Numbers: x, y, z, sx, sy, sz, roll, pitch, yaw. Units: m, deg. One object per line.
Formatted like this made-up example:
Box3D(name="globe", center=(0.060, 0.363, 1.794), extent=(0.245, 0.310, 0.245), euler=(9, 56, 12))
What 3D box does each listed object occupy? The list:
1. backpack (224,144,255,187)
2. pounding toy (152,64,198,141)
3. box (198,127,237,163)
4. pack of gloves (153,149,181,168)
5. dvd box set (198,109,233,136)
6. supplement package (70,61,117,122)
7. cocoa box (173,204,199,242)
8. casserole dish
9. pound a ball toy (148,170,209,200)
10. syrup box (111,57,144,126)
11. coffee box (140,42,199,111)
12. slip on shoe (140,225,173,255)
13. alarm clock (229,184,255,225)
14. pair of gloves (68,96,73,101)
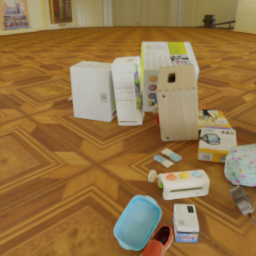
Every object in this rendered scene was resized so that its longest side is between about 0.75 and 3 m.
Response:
Box3D(name="backpack", center=(4.061, 1.210, 9.107), extent=(1.835, 1.161, 1.531), euler=(-4, 29, -3))
Box3D(name="pounding toy", center=(1.878, -1.085, 12.170), extent=(2.122, 2.748, 2.985), euler=(-3, 36, 12))
Box3D(name="box", center=(3.508, 0.591, 11.001), extent=(1.361, 0.474, 2.286), euler=(5, 24, 16))
Box3D(name="pack of gloves", center=(1.455, 1.165, 10.380), extent=(0.777, 0.182, 0.924), euler=(-26, 32, -24))
Box3D(name="dvd box set", center=(3.704, -0.291, 12.987), extent=(1.636, 0.329, 2.235), euler=(0, 27, 3))
Box3D(name="supplement package", center=(-1.536, -1.786, 13.541), extent=(1.943, 2.495, 1.383), euler=(9, 28, 17))
Box3D(name="cocoa box", center=(1.487, 2.470, 7.282), extent=(0.545, 0.536, 0.818), euler=(1, 27, 3))
Box3D(name="casserole dish", center=(0.240, 2.414, 7.126), extent=(0.880, 0.282, 1.453), euler=(31, 59, 11))
Box3D(name="pound a ball toy", center=(1.551, 1.599, 8.830), extent=(1.665, 0.707, 1.085), euler=(-4, 27, -8))
Box3D(name="syrup box", center=(0.037, -1.634, 12.737), extent=(1.181, 2.900, 1.142), euler=(-1, 28, 11))
Box3D(name="coffee box", center=(1.922, -2.636, 14.409), extent=(2.578, 2.603, 2.607), euler=(0, 45, 0))
Box3D(name="slip on shoe", center=(0.633, 2.863, 6.578), extent=(0.543, 0.449, 1.466), euler=(15, 35, 29))
Box3D(name="alarm clock", center=(3.231, 2.109, 7.795), extent=(0.394, 0.798, 1.182), euler=(-29, 59, 19))
Box3D(name="pair of gloves", center=(-2.090, -1.780, 15.879), extent=(2.065, 0.426, 2.429), euler=(3, 25, 13))
